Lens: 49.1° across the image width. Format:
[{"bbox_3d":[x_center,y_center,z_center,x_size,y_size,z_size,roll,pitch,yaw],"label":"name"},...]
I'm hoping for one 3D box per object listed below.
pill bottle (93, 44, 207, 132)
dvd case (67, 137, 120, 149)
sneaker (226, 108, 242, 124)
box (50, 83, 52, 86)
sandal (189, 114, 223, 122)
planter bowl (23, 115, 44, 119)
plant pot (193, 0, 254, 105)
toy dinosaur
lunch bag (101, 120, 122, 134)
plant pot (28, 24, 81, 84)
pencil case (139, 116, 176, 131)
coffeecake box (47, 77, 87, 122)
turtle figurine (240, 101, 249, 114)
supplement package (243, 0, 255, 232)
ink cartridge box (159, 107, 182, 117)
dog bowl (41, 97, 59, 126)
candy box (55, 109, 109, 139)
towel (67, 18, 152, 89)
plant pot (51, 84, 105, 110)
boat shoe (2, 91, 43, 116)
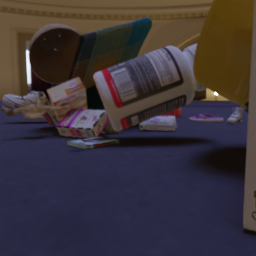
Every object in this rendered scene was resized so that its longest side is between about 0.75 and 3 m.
[{"bbox_3d":[0.595,-0.952,6.092,2.445,1.354,1.354,-21,8,-3],"label":"pill bottle"},{"bbox_3d":[-0.702,0.305,5.774,0.649,0.098,0.888,7,10,44],"label":"dvd case"},{"bbox_3d":[3.851,-0.455,10.138,0.367,0.562,0.978,6,9,43],"label":"sneaker"},{"bbox_3d":[-2.564,-2.028,10.910,0.994,0.571,0.657,-11,-24,-9],"label":"box"},{"bbox_3d":[3.033,-0.417,10.833,1.315,0.323,0.535,5,8,36],"label":"sandal"},{"bbox_3d":[-4.135,-0.723,12.276,0.886,0.596,0.886,0,6,0],"label":"planter bowl"},{"bbox_3d":[2.669,-1.231,3.898,2.475,2.631,2.631,34,22,23],"label":"plant pot"},{"bbox_3d":[-2.155,-0.475,6.692,1.548,0.450,0.783,-5,41,-11],"label":"toy dinosaur"},{"bbox_3d":[-0.617,-0.079,7.492,0.774,0.455,0.635,2,5,-30],"label":"lunch bag"},{"bbox_3d":[-2.048,-2.260,8.007,1.662,1.662,1.116,-3,41,-26],"label":"plant pot"},{"bbox_3d":[0.833,-0.132,7.979,1.061,0.441,0.481,1,9,5],"label":"pencil case"},{"bbox_3d":[-1.595,-0.738,7.503,0.888,0.423,1.157,-26,-18,-15],"label":"coffeecake box"},{"bbox_3d":[3.118,-0.186,4.872,1.947,1.310,2.601,-16,21,10],"label":"turtle figurine"},{"bbox_3d":[1.983,-0.123,2.146,1.874,1.792,1.379,4,8,28],"label":"supplement package"},{"bbox_3d":[1.550,-1.762,13.084,1.775,2.446,1.020,4,8,32],"label":"ink cartridge box"},{"bbox_3d":[-2.410,-0.478,8.464,0.364,0.988,0.988,-33,18,-16],"label":"dog bowl"},{"bbox_3d":[-1.113,-0.112,6.873,1.096,0.334,0.747,3,41,29],"label":"candy box"},{"bbox_3d":[-0.559,-2.170,8.380,0.317,2.146,2.926,45,46,15],"label":"towel"},{"bbox_3d":[-1.699,-0.799,9.195,1.791,1.791,1.200,-3,-23,-25],"label":"plant pot"},{"bbox_3d":[-3.302,-0.943,10.141,2.324,0.811,0.824,17,14,-5],"label":"boat shoe"}]
